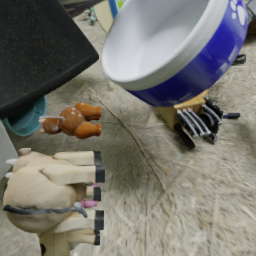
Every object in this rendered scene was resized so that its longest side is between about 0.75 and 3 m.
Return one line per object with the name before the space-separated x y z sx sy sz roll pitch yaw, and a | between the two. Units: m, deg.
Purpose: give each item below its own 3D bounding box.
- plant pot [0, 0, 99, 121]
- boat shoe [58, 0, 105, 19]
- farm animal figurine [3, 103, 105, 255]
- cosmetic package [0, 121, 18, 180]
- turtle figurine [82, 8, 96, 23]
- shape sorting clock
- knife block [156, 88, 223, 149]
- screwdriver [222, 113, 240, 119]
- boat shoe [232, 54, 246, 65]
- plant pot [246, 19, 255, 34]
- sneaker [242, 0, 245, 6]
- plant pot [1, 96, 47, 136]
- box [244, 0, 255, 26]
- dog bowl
plant pot | -2.375 -1.149 4.568 2.376 2.371 2.108 -16 32 45
boat shoe | -1.373 -2.409 4.967 2.912 1.068 1.085 -13 87 -1
farm animal figurine | -0.735 0.709 2.773 0.912 1.813 1.464 0 42 -9
cosmetic package | -1.792 0.161 3.240 0.684 1.212 0.492 25 60 5
turtle figurine | -1.564 -5.639 13.445 2.054 1.034 1.537 3 41 -5
shape sorting clock | 0.264 -2.771 5.997 2.104 2.104 0.413 -13 12 -14
knife block | 1.334 -0.526 7.737 2.586 0.827 2.270 18 44 19
screwdriver | 2.642 -0.343 8.085 1.174 0.164 0.171 -2 42 5
boat shoe | 3.748 -2.547 10.378 1.255 0.358 0.420 -4 42 -4
plant pot | 5.017 -5.072 11.656 2.871 2.684 2.684 10 35 -28
sneaker | 2.257 -2.851 5.744 0.547 1.332 0.518 -26 25 -14
plant pot | -3.220 -0.612 7.556 1.402 1.432 1.432 11 42 25
box | 2.654 -2.756 7.456 0.459 2.075 1.662 44 27 -11
dog bowl | 0.678 -1.593 4.761 2.400 0.945 2.400 -28 47 35
